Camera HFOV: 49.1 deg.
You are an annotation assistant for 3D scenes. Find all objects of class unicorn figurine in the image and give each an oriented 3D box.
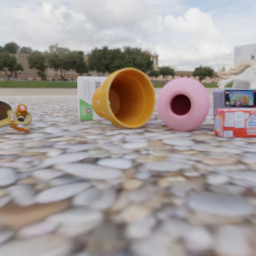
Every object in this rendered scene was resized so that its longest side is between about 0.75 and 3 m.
[{"bbox_3d":[4.176,-0.925,8.763,2.007,2.922,1.079,-28,-7,11],"label":"unicorn figurine"}]

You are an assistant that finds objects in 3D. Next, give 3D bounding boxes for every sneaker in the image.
[{"bbox_3d":[-4.733,-0.494,7.939,2.636,0.960,1.116,-8,20,-41],"label":"sneaker"}]

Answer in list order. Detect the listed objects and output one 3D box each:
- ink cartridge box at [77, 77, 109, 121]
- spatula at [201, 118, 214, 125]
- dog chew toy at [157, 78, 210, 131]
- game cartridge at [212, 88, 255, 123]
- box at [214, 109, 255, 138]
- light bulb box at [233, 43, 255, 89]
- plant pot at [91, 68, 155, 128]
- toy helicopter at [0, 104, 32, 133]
[{"bbox_3d":[-0.777,-1.102,10.485,2.153,1.559,0.904,-2,8,-13],"label":"ink cartridge box"},{"bbox_3d":[2.264,-0.270,9.194,1.196,0.096,0.832,-3,28,-24],"label":"spatula"},{"bbox_3d":[1.682,-0.694,8.165,1.440,1.440,2.313,3,7,19],"label":"dog chew toy"},{"bbox_3d":[3.371,-0.560,8.069,1.810,1.173,0.347,5,31,31],"label":"game cartridge"},{"bbox_3d":[2.842,-0.130,6.825,1.325,0.661,0.633,-1,8,-3],"label":"box"},{"bbox_3d":[5.227,-1.625,10.201,2.650,2.673,1.668,-7,9,-40],"label":"light bulb box"},{"bbox_3d":[-0.296,-0.831,8.497,1.691,1.691,1.548,-5,3,-34],"label":"plant pot"},{"bbox_3d":[-2.991,-0.123,7.205,1.086,0.718,0.428,-23,-18,-34],"label":"toy helicopter"}]
